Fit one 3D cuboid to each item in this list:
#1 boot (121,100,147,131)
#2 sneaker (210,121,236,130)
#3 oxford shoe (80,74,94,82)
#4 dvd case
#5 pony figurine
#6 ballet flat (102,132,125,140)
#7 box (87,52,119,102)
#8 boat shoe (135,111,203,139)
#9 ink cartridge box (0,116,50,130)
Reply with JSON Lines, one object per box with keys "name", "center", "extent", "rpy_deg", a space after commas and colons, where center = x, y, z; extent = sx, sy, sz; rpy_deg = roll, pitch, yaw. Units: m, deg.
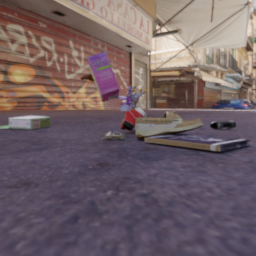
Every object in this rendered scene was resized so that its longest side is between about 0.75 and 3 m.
{"name": "boot", "center": [-0.086, -0.511, 11.894], "extent": [1.567, 1.130, 0.567], "rpy_deg": [39, -11, 46]}
{"name": "sneaker", "center": [4.416, -0.097, 13.169], "extent": [1.227, 0.408, 0.555], "rpy_deg": [-1, 7, 37]}
{"name": "oxford shoe", "center": [-1.644, -2.224, 12.519], "extent": [1.025, 0.365, 0.366], "rpy_deg": [-15, 7, -24]}
{"name": "dvd case", "center": [2.061, 0.410, 8.501], "extent": [1.892, 0.203, 2.545], "rpy_deg": [-3, 5, -45]}
{"name": "pony figurine", "center": [0.081, -0.974, 9.509], "extent": [0.944, 0.978, 0.814], "rpy_deg": [1, 45, -31]}
{"name": "ballet flat", "center": [-0.503, 0.267, 9.579], "extent": [0.785, 0.295, 0.266], "rpy_deg": [0, 9, 5]}
{"name": "box", "center": [-0.828, -1.684, 9.505], "extent": [0.646, 1.337, 1.176], "rpy_deg": [-21, -5, -6]}
{"name": "boat shoe", "center": [1.420, -0.174, 9.728], "extent": [2.437, 0.809, 0.902], "rpy_deg": [-8, -7, -14]}
{"name": "ink cartridge box", "center": [-5.500, -0.277, 14.231], "extent": [2.470, 0.592, 1.797], "rpy_deg": [3, 6, 13]}
